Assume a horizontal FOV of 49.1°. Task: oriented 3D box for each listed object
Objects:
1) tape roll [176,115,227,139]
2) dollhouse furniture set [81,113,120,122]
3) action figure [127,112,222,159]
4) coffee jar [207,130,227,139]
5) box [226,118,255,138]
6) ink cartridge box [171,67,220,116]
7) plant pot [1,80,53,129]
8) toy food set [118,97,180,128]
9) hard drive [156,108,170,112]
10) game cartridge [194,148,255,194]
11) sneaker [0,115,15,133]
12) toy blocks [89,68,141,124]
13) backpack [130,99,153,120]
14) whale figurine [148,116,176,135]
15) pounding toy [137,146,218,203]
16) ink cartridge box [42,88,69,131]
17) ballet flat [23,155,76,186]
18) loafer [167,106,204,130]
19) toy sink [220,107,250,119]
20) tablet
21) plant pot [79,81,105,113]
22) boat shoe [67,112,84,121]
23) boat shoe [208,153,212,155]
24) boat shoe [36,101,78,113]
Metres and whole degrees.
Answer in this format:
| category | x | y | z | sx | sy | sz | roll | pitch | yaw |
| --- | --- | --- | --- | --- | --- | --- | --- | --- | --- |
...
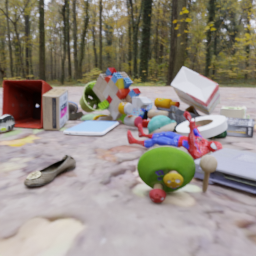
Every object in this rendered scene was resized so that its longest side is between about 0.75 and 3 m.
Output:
| category | x | y | z | sx | sy | sz | roll | pitch | yaw |
| --- | --- | --- | --- | --- | --- | --- | --- | --- | --- |
| tape roll | 2.689 | -0.022 | 10.286 | 1.841 | 0.336 | 1.841 | -15 | 13 | 4 |
| dollhouse furniture set | -1.055 | -0.946 | 14.475 | 1.331 | 1.028 | 2.663 | 10 | 15 | 42 |
| action figure | 1.316 | 0.050 | 8.256 | 2.967 | 1.469 | 0.968 | 13 | 32 | 35 |
| coffee jar | 3.236 | 0.223 | 10.363 | 0.762 | 0.325 | 0.397 | -4 | 12 | -18 |
| box | 4.335 | -0.055 | 11.417 | 1.477 | 0.451 | 1.865 | 4 | 12 | 24 |
| ink cartridge box | 3.191 | -1.493 | 12.821 | 1.728 | 1.001 | 2.967 | 33 | 2 | 23 |
| plant pot | -4.350 | -1.056 | 12.982 | 2.070 | 2.069 | 1.825 | 3 | 2 | 17 |
| toy food set | 0.965 | -0.629 | 12.019 | 1.256 | 1.333 | 2.792 | 10 | 12 | 42 |
| hard drive | 2.368 | -1.028 | 16.647 | 1.100 | 0.345 | 1.631 | -3 | 11 | -13 |
| game cartridge | 3.017 | 1.022 | 6.016 | 2.791 | 0.536 | 1.809 | 11 | 11 | 43 |
| sneaker | -5.431 | -0.015 | 10.997 | 0.888 | 0.806 | 2.092 | -11 | 1 | 21 |
| toy blocks | -0.555 | -1.761 | 12.997 | 1.338 | 1.830 | 2.677 | -17 | 62 | -44 |
| backpack | 0.601 | -0.960 | 13.599 | 1.058 | 1.159 | 0.780 | 20 | -5 | 39 |
| whale figurine | 1.205 | -0.064 | 10.435 | 1.144 | 0.746 | 1.438 | -26 | -5 | 14 |
| pounding toy | 0.866 | 0.987 | 5.210 | 1.463 | 1.129 | 0.679 | 5 | 39 | 5 |
| ink cartridge box | -3.126 | -0.856 | 12.240 | 0.688 | 1.508 | 1.831 | 3 | 19 | 1 |
| ballet flat | -1.766 | 0.958 | 6.502 | 0.547 | 0.377 | 1.625 | 6 | 13 | 27 |
| loafer | 2.777 | -0.469 | 12.047 | 2.703 | 0.977 | 0.984 | -4 | 11 | -39 |
| toy sink | 5.135 | -0.588 | 13.205 | 1.448 | 0.811 | 0.944 | 6 | 13 | 27 |
| tablet | -1.476 | -0.005 | 11.915 | 1.660 | 0.174 | 2.551 | 2 | 11 | 12 |
| plant pot | -1.950 | -1.533 | 15.431 | 1.669 | 1.669 | 1.535 | -6 | -8 | -29 |
| boat shoe | -2.825 | -0.553 | 14.319 | 1.146 | 0.412 | 0.390 | -5 | -13 | -2 |
| boat shoe | 2.235 | 0.819 | 7.570 | 0.285 | 0.236 | 0.794 | 8 | 14 | 37 |
| boat shoe | -3.815 | -0.799 | 14.494 | 2.459 | 0.888 | 0.890 | -10 | 16 | -1 |
